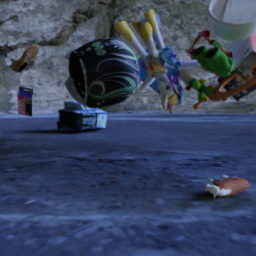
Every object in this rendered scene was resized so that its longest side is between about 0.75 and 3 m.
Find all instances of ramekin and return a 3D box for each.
[{"bbox_3d":[2.454,-2.538,6.438,1.245,1.245,0.580,1,-32,12],"label":"ramekin"}]

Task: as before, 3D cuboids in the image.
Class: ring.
[{"bbox_3d":[3.657,-1.542,8.862,2.443,0.234,2.443,-36,8,6],"label":"ring"}]

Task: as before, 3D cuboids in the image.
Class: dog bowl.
[{"bbox_3d":[-1.673,-2.447,12.862,0.830,2.830,2.830,-4,2,36],"label":"dog bowl"}]

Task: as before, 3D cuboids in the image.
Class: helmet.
[{"bbox_3d":[-0.719,-1.904,9.727,2.274,2.385,2.385,-15,11,-23],"label":"helmet"}]

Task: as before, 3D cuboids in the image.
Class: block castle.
[{"bbox_3d":[3.348,-2.985,11.327,1.790,1.196,0.840,31,10,-20],"label":"block castle"}]

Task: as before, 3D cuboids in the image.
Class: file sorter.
[{"bbox_3d":[1.247,-2.327,11.954,1.724,1.196,1.057,41,17,24],"label":"file sorter"}]

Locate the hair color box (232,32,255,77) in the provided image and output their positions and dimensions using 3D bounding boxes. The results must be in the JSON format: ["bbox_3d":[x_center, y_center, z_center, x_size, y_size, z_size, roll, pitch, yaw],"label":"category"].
[{"bbox_3d":[3.113,-2.021,7.340,0.409,1.281,0.710,25,-41,-8],"label":"hair color box"}]

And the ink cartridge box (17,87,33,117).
[{"bbox_3d":[-3.824,-0.965,10.454,0.545,1.151,0.213,10,33,-5],"label":"ink cartridge box"}]

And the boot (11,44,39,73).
[{"bbox_3d":[-3.646,-2.504,10.206,0.495,1.311,0.483,28,-16,41],"label":"boot"}]

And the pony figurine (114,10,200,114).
[{"bbox_3d":[0.889,-1.905,8.074,2.225,2.672,2.580,-22,13,27],"label":"pony figurine"}]

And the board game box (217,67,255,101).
[{"bbox_3d":[4.613,-1.993,10.847,1.846,1.251,0.319,-39,20,37],"label":"board game box"}]

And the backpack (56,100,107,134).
[{"bbox_3d":[-2.710,-0.750,17.431,2.457,1.973,2.685,9,6,41],"label":"backpack"}]

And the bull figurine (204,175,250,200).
[{"bbox_3d":[1.820,1.126,5.356,0.969,0.316,0.588,-2,5,-19],"label":"bull figurine"}]

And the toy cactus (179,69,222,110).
[{"bbox_3d":[2.720,-1.606,11.199,1.838,1.139,2.228,45,29,25],"label":"toy cactus"}]

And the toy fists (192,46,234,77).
[{"bbox_3d":[1.998,-1.556,6.496,0.672,0.454,1.319,42,7,-20],"label":"toy fists"}]
